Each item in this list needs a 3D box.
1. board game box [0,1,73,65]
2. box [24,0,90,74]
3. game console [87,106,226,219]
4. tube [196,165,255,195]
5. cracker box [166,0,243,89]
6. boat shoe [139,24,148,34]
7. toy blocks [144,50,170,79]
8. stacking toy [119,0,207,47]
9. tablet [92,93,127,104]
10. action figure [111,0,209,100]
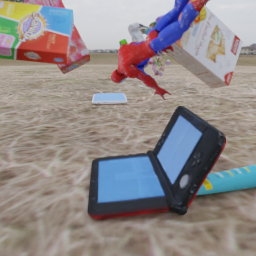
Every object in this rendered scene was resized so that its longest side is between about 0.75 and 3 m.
[{"bbox_3d":[-2.555,-2.471,7.207,2.122,1.624,0.428,4,-28,-7],"label":"board game box"},{"bbox_3d":[-2.418,-3.309,9.819,1.192,2.496,1.244,-28,5,-5],"label":"box"},{"bbox_3d":[0.331,0.433,5.066,1.372,1.992,2.312,25,12,-12],"label":"game console"},{"bbox_3d":[1.628,0.964,4.974,1.530,0.385,0.592,-8,3,-10],"label":"tube"},{"bbox_3d":[2.330,-2.593,8.685,2.537,1.699,0.732,29,-15,-28],"label":"cracker box"},{"bbox_3d":[0.744,-3.557,10.111,0.996,0.312,0.362,-3,-24,-39],"label":"boat shoe"},{"bbox_3d":[1.231,-2.668,12.009,0.915,0.824,0.979,36,-36,-25],"label":"toy blocks"},{"bbox_3d":[0.857,-2.807,8.275,1.978,0.616,2.623,-23,9,-7],"label":"stacking toy"},{"bbox_3d":[-0.928,-1.470,13.915,1.633,0.171,2.509,-1,15,-4],"label":"tablet"},{"bbox_3d":[0.881,-1.613,5.509,1.415,0.933,2.858,22,-43,-40],"label":"action figure"}]
